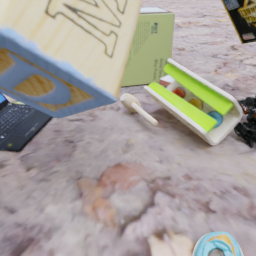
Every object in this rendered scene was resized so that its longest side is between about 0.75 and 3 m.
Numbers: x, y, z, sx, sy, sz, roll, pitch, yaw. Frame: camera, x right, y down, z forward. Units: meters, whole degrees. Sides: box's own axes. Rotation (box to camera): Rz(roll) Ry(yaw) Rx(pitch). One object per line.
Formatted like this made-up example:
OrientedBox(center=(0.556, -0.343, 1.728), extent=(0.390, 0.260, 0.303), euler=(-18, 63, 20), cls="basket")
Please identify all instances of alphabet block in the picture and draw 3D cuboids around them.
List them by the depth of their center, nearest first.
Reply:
OrientedBox(center=(-1.364, -1.701, 5.080), extent=(2.180, 2.192, 2.232), euler=(-8, 61, 47), cls="alphabet block")

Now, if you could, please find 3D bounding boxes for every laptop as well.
OrientedBox(center=(-3.720, -0.676, 7.806), extent=(2.666, 1.377, 2.363), euler=(7, 32, 11), cls="laptop")

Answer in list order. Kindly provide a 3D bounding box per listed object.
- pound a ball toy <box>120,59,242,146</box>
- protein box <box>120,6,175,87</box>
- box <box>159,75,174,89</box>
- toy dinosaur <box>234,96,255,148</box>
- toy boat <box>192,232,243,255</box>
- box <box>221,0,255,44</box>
OrientedBox(center=(1.388, -0.562, 7.940), extent=(1.923, 1.253, 2.950), euler=(-49, 49, 4), cls="pound a ball toy")
OrientedBox(center=(0.147, -3.129, 10.694), extent=(2.600, 2.581, 1.754), euler=(-8, 32, -12), cls="protein box")
OrientedBox(center=(1.559, -1.215, 9.291), extent=(0.995, 0.758, 0.529), euler=(27, 40, 37), cls="box")
OrientedBox(center=(3.645, -0.276, 7.701), extent=(2.607, 1.331, 1.769), euler=(2, 11, 41), cls="toy dinosaur")
OrientedBox(center=(1.584, 1.986, 4.160), extent=(1.196, 0.556, 1.005), euler=(15, 34, 24), cls="toy boat")
OrientedBox(center=(3.634, -3.503, 7.656), extent=(0.676, 2.187, 2.739), euler=(-31, 15, -1), cls="box")
